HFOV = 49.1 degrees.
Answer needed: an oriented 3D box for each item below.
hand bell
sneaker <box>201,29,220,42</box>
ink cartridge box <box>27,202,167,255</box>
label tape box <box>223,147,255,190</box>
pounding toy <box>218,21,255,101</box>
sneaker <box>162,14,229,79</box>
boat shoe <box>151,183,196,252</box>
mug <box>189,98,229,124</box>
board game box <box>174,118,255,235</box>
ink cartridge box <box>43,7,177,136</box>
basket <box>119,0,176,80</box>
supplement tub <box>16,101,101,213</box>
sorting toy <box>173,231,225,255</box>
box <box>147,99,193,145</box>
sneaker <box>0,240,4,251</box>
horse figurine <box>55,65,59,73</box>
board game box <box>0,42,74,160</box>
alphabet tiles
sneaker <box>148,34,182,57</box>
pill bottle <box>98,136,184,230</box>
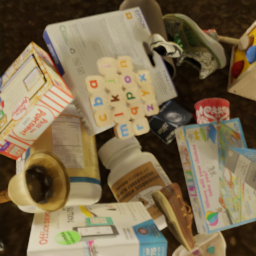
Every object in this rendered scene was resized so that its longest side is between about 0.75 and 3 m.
[{"bbox_3d":[-2.498,1.418,5.820,2.343,1.220,1.220,-23,65,22],"label":"hand bell"},{"bbox_3d":[2.773,-3.394,10.145,0.605,0.377,1.129,-45,78,7],"label":"sneaker"},{"bbox_3d":[-0.698,2.675,5.590,2.390,1.754,1.745,1,99,-14],"label":"ink cartridge box"},{"bbox_3d":[3.273,1.071,6.433,1.277,1.782,0.589,6,109,-18],"label":"label tape box"},{"bbox_3d":[4.008,-2.408,9.005,1.708,2.211,2.402,17,67,-6],"label":"pounding toy"},{"bbox_3d":[2.003,-2.818,9.697,1.301,1.129,2.937,-43,70,-5],"label":"sneaker"},{"bbox_3d":[1.052,1.808,5.591,0.564,0.602,1.671,-33,115,-12],"label":"boat shoe"},{"bbox_3d":[2.482,0.067,8.593,1.041,1.385,1.560,14,67,-34],"label":"mug"},{"bbox_3d":[2.395,1.181,7.356,1.809,0.461,2.691,-7,79,-19],"label":"board game box"},{"bbox_3d":[-0.357,-1.587,7.468,2.846,0.616,2.795,-25,93,-30],"label":"ink cartridge box"},{"bbox_3d":[0.363,-2.887,9.320,2.388,1.801,2.649,3,63,2],"label":"basket"},{"bbox_3d":[-1.902,0.653,7.560,2.090,2.090,2.889,-9,67,-4],"label":"supplement tub"},{"bbox_3d":[1.963,3.480,7.176,1.380,0.737,1.242,-28,77,-12],"label":"sorting toy"},{"bbox_3d":[1.278,-0.204,8.782,1.180,0.257,0.946,-45,70,-3],"label":"box"},{"bbox_3d":[-4.578,2.906,7.255,2.376,0.897,1.367,34,69,11],"label":"sneaker"},{"bbox_3d":[-1.741,-1.703,9.488,1.566,0.391,1.038,-5,61,6],"label":"horse figurine"},{"bbox_3d":[-2.482,-0.770,6.712,1.926,0.589,2.542,-45,44,8],"label":"board game box"},{"bbox_3d":[-0.102,-0.728,6.618,1.875,0.140,1.917,-16,92,-36],"label":"alphabet tiles"},{"bbox_3d":[1.030,-2.120,7.736,1.154,0.436,0.506,14,55,-31],"label":"sneaker"},{"bbox_3d":[0.290,1.485,7.546,1.481,1.481,2.589,-28,70,-11],"label":"pill bottle"}]
